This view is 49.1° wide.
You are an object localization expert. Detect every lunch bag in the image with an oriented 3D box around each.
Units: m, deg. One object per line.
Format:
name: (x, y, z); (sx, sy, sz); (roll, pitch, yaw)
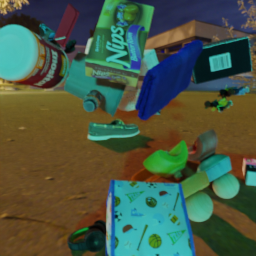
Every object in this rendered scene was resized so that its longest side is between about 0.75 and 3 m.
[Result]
lunch bag: (0.285, 1.685, 4.402); (1.288, 0.938, 1.515); (2, 41, -8)

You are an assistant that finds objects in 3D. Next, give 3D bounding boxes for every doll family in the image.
doll family: (3.069, -0.948, 8.850); (0.891, 1.542, 0.605); (-3, 54, -37)

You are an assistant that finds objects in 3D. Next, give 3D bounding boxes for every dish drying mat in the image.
dish drying mat: (-1.339, -2.192, 6.042); (0.336, 0.874, 0.080); (45, 34, 13)

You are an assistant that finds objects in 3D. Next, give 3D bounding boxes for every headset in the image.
headset: (-0.521, 1.971, 4.943); (1.089, 0.511, 0.672); (-13, 3, 9)

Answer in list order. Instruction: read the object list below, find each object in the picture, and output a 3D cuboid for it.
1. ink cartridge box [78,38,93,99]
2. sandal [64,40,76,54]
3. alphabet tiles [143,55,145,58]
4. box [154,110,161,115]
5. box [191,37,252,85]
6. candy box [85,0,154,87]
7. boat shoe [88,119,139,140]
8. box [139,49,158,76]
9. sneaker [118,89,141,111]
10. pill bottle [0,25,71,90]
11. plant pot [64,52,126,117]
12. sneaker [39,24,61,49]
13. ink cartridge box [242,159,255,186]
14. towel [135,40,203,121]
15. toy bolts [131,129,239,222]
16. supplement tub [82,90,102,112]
ink cartridge box: (-1.647, -2.867, 14.079); (1.312, 2.998, 2.179); (12, 12, -17)
sandal: (-2.444, -3.437, 11.663); (0.482, 0.307, 1.282); (-15, 38, 6)
alphabet tiles: (-0.135, -2.562, 10.204); (1.361, 1.635, 0.052); (50, 25, 25)
box: (1.127, -1.167, 10.581); (0.309, 1.256, 0.517); (4, -21, 42)
box: (3.559, -2.835, 11.663); (2.260, 1.401, 2.222); (-13, 17, 5)
candy box: (-0.176, -2.077, 6.650); (1.225, 2.099, 0.593); (13, -27, -1)
boat shoe: (-0.645, 0.025, 13.649); (2.758, 0.824, 0.986); (-6, 12, -30)
box: (0.809, -3.038, 13.091); (0.682, 1.038, 1.043); (-39, 30, -27)
sneaker: (0.450, -1.267, 11.615); (2.261, 0.823, 0.957); (-18, 0, 22)
pill bottle: (-2.634, -1.900, 8.177); (1.424, 1.424, 2.521); (3, 1, 15)
plant pot: (-0.929, -1.400, 8.436); (1.647, 1.682, 1.682); (21, 9, -7)
sneaker: (-2.642, -2.883, 9.412); (0.526, 0.589, 1.438); (-41, -10, -23)
ink cartridge box: (4.646, 1.350, 7.800); (2.649, 0.491, 1.254); (6, 12, 17)
towel: (1.358, -1.693, 9.612); (0.712, 2.122, 2.873); (35, 51, 21)
toy bolts: (1.481, 1.322, 6.780); (2.371, 1.644, 2.265); (-19, -21, -33)
supplement tub: (-0.881, -0.648, 6.852); (0.404, 0.404, 0.755); (1, 24, 5)
